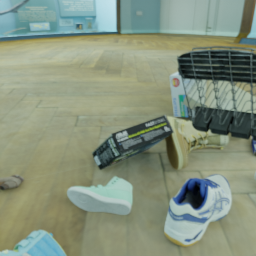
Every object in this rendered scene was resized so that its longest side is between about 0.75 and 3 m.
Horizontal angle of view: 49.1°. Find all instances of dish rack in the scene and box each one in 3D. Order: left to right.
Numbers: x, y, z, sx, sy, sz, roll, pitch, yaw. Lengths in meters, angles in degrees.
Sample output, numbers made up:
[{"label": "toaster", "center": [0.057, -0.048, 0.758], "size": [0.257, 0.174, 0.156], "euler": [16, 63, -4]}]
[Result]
[{"label": "dish rack", "center": [2.370, -0.796, 6.620], "size": [2.241, 2.921, 0.797], "euler": [10, 57, 31]}]

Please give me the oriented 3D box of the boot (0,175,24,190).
[{"label": "boot", "center": [-3.728, 1.622, 8.585], "size": [0.969, 0.340, 0.709], "euler": [16, 23, 27]}]

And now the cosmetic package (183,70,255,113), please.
[{"label": "cosmetic package", "center": [3.835, -0.973, 11.310], "size": [2.837, 1.469, 1.037], "euler": [32, -11, 12]}]

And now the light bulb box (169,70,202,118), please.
[{"label": "light bulb box", "center": [3.124, -1.764, 13.464], "size": [1.298, 2.062, 2.080], "euler": [5, 24, 37]}]

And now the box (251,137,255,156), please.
[{"label": "box", "center": [5.103, 0.721, 10.535], "size": [0.797, 0.213, 1.315], "euler": [8, 28, 15]}]

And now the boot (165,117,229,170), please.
[{"label": "boot", "center": [2.543, 0.494, 10.132], "size": [2.293, 1.074, 2.951], "euler": [4, 25, 0]}]

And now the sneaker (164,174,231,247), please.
[{"label": "sneaker", "center": [1.968, 1.756, 7.181], "size": [1.064, 1.246, 2.826], "euler": [16, 29, 33]}]

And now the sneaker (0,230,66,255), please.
[{"label": "sneaker", "center": [-2.481, 2.698, 5.397], "size": [2.833, 1.127, 1.850], "euler": [14, 30, 8]}]

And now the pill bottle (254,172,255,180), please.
[{"label": "pill bottle", "center": [4.405, 1.593, 8.074], "size": [0.757, 0.757, 1.347], "euler": [-17, 30, -32]}]

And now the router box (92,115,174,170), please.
[{"label": "router box", "center": [0.150, 0.490, 9.326], "size": [2.288, 1.715, 0.711], "euler": [-20, 77, -34]}]

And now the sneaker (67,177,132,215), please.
[{"label": "sneaker", "center": [-0.733, 1.775, 7.796], "size": [1.761, 0.648, 1.039], "euler": [12, 32, 3]}]
